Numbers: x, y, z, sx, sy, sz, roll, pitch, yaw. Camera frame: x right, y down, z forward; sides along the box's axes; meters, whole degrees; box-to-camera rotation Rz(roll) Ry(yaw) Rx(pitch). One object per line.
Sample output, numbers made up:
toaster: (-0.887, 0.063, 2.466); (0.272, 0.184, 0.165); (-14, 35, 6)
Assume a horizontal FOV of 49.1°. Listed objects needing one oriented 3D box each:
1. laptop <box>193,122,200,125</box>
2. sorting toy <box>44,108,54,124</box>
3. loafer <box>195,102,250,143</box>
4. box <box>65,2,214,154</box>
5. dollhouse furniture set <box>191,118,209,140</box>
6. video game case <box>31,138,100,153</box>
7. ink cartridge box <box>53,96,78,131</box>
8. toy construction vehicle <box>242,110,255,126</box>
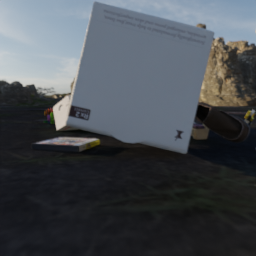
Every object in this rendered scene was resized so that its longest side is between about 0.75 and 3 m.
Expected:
laptop: (1.702, 0.026, 10.885); (2.270, 1.173, 2.012); (26, 10, 5)
sorting toy: (-3.819, -0.515, 13.444); (0.465, 0.681, 1.134); (-2, 25, -16)
loafer: (2.265, -0.167, 7.304); (0.645, 0.663, 1.816); (10, 17, -42)
box: (0.209, -0.986, 6.253); (2.542, 2.556, 1.670); (13, 2, -4)
dollhouse furniture set: (1.160, -0.549, 8.883); (2.311, 1.640, 1.831); (-2, 8, -5)
video game case: (-1.529, 0.404, 7.039); (1.281, 0.163, 1.158); (2, 7, 19)
ink cartridge box: (-1.448, -0.558, 10.561); (2.242, 0.938, 1.626); (-5, -10, -36)
toy construction vehicle: (4.114, -0.176, 8.671); (1.019, 0.412, 1.171); (30, 23, 23)
